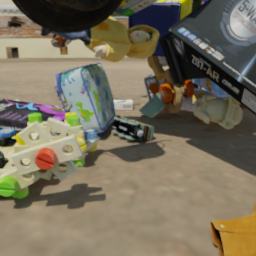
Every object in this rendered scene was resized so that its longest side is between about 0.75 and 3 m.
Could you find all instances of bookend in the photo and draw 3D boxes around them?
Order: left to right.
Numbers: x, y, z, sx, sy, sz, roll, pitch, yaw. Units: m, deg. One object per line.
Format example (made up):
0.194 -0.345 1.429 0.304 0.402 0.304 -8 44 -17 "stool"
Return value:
2.716 -2.228 6.670 2.728 1.256 2.711 -35 24 -28 "bookend"

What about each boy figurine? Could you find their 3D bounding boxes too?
-0.552 -2.185 6.534 2.828 0.911 1.758 12 47 -21 "boy figurine"

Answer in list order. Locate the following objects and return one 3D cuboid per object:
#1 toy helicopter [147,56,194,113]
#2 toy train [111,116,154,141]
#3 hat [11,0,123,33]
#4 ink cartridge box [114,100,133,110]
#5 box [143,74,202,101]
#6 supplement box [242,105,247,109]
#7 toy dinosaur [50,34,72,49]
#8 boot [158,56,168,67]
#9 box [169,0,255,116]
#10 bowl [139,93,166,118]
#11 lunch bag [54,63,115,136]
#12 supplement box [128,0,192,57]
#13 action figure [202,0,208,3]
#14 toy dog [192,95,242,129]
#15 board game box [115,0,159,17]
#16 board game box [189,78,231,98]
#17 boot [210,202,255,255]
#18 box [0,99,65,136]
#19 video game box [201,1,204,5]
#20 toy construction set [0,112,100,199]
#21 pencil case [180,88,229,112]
1.173 -1.507 9.332 0.937 1.572 2.377 -14 61 -14 "toy helicopter"
0.085 0.025 7.052 0.703 0.526 1.234 4 9 -35 "toy train"
-0.710 -2.211 3.625 2.188 2.188 0.882 -8 37 -25 "hat"
-0.456 -0.924 10.670 1.257 0.281 1.107 0 17 -1 "ink cartridge box"
1.854 -1.806 11.307 2.037 1.091 1.512 -11 14 22 "box"
4.812 -1.678 10.891 1.571 1.043 1.550 -10 46 -31 "supplement box"
-1.581 -3.631 9.074 2.585 1.754 1.320 -18 -30 16 "toy dinosaur"
1.631 -3.490 10.411 1.143 2.391 0.879 -4 8 -4 "boot"
2.112 -1.390 4.567 1.859 0.505 2.321 -37 59 -6 "box"
0.840 -0.686 9.033 0.951 0.498 0.951 -41 0 0 "bowl"
-1.027 -0.761 7.474 0.907 1.769 2.200 -15 14 13 "lunch bag"
1.058 -3.268 8.562 1.417 1.426 2.604 10 33 15 "supplement box"
1.826 -2.746 6.035 1.351 0.442 0.349 38 38 -6 "action figure"
2.550 -0.561 8.247 1.351 0.972 1.393 2 10 -45 "toy dog"
0.332 -3.157 5.242 2.801 0.483 1.896 -9 -12 43 "board game box"
3.118 -1.383 7.867 2.138 0.517 2.827 -3 18 -1 "board game box"
1.360 1.131 3.285 0.779 0.383 1.088 5 22 7 "boot"
-2.802 -0.271 7.615 2.793 0.504 1.997 6 17 7 "box"
3.001 -3.613 9.029 0.429 1.669 1.832 -20 60 -13 "video game box"
-1.378 0.402 4.622 1.762 1.238 2.687 -1 5 -5 "toy construction set"
2.543 -0.879 9.437 2.018 0.839 0.915 17 -8 45 "pencil case"
